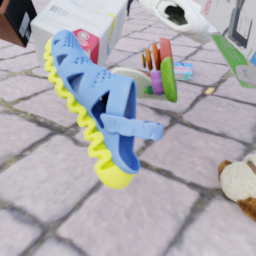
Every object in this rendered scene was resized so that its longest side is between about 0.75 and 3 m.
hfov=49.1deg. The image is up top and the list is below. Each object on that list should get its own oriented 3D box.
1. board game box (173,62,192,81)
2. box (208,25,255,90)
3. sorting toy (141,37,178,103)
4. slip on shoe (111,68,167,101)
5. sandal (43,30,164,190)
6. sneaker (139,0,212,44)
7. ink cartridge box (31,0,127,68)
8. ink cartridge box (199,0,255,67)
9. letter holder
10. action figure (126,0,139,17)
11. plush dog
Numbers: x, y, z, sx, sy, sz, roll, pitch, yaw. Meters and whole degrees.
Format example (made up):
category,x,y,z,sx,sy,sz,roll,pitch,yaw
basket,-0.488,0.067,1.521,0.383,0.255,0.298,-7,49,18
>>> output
category,x,y,z,sx,sy,sz,roll,pitch,yaw
board game box,2.241,-2.489,12.216,1.081,0.320,1.422,6,32,9
box,3.094,-2.347,6.312,1.205,2.198,2.491,15,-10,40
sorting toy,0.597,-1.115,5.824,0.723,1.059,1.763,-8,42,12
slip on shoe,0.333,-1.024,6.469,1.752,0.649,0.536,7,34,-31
sandal,-0.336,-0.449,4.376,1.148,2.638,1.048,-32,-5,19
sneaker,0.983,-2.941,6.721,1.045,0.917,2.608,-3,40,-42
ink cartridge box,-1.257,-2.634,7.694,1.642,1.635,2.260,26,63,3
ink cartridge box,1.926,-1.769,4.168,0.686,1.178,1.630,-36,73,-9
letter holder,-3.262,-3.001,6.813,1.488,1.053,2.094,18,-6,-7
action figure,-0.682,-4.433,9.323,2.331,1.385,1.189,-4,61,0
plush dog,2.702,1.027,5.779,1.547,1.446,1.802,-26,33,3
